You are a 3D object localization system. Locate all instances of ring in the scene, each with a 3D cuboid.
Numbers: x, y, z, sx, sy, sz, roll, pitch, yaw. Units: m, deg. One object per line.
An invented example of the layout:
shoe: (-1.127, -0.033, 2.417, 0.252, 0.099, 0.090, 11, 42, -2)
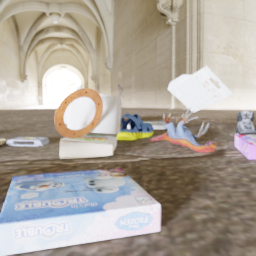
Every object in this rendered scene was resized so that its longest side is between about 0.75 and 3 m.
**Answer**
ring: (-1.488, -0.443, 8.541, 1.697, 1.697, 0.163, -6, 31, -42)

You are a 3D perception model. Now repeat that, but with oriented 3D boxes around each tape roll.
tape roll: (-1.218, -0.485, 10.180, 1.928, 1.324, 1.928, 4, 0, 0)

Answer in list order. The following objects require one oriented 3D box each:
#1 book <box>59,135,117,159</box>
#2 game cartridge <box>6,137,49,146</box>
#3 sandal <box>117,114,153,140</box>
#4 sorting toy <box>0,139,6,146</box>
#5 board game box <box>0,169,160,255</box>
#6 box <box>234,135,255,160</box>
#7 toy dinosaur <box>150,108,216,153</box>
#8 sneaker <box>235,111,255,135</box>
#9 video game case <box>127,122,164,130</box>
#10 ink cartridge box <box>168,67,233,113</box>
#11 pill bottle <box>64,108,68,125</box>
book: (-1.261, 0.591, 9.694, 1.641, 0.590, 2.457, 2, 4, 0)
game cartridge: (-3.943, 0.542, 11.136, 1.390, 0.284, 0.925, 1, 2, 5)
sandal: (0.411, -0.103, 12.977, 1.061, 1.162, 2.669, 1, 4, 27)
sorting toy: (-5.526, 0.642, 10.601, 1.502, 0.201, 1.119, -1, 11, -8)
board game box: (-0.832, 1.154, 4.484, 2.063, 0.447, 2.053, -2, 8, -17)
box: (4.619, 0.613, 9.349, 1.654, 0.472, 2.417, 1, 6, 12)
toy dinosaur: (2.219, 0.405, 10.576, 1.412, 2.690, 2.441, 13, 36, -22)
sneaker: (5.238, -0.111, 12.408, 0.832, 1.254, 2.204, 1, 6, 11)
video game case: (1.184, -0.171, 17.564, 2.181, 0.264, 2.396, 1, 6, 7)
ink cartridge box: (2.785, -1.532, 10.890, 1.591, 0.470, 1.988, 39, -38, -19)
pill bottle: (-2.428, -0.837, 17.001, 2.991, 1.703, 1.703, 3, 7, 27)
